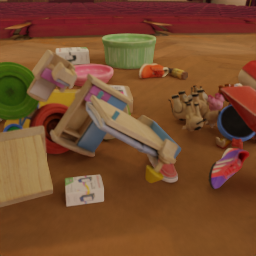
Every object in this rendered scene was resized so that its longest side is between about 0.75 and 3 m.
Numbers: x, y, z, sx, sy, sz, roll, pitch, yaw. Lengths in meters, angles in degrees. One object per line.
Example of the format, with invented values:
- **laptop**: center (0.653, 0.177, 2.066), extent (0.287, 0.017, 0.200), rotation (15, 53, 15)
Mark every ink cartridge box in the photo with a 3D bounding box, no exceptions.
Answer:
- **ink cartridge box**: center (-0.900, 1.273, 5.767), extent (0.760, 0.333, 0.552), rotation (-3, 26, -12)
- **ink cartridge box**: center (-3.179, -4.112, 16.014), extent (1.784, 0.741, 1.308), rotation (-5, 27, -10)
- **ink cartridge box**: center (-0.599, -1.047, 9.906), extent (1.403, 0.527, 1.156), rotation (0, 34, -13)

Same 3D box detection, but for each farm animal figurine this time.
- **farm animal figurine**: center (2.116, -0.492, 8.323), extent (2.179, 1.136, 2.155), rotation (-23, 19, -31)

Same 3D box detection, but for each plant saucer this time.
- **plant saucer**: center (-2.559, -0.736, 9.471), extent (2.470, 0.598, 2.470), rotation (1, 26, 3)
- **plant saucer**: center (2.874, 0.178, 5.067), extent (2.187, 0.402, 2.191), rotation (30, 16, -49)
- **plant saucer**: center (-1.756, -2.397, 12.826), extent (2.185, 0.554, 2.185), rotation (0, 28, 0)

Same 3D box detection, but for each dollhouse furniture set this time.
- **dollhouse furniture set**: center (3.169, 0.270, 7.694), extent (1.396, 0.568, 0.751), rotation (-33, 39, -22)
- **dollhouse furniture set**: center (-0.764, 0.112, 5.637), extent (2.516, 1.739, 2.665), rotation (27, 14, -35)
- **dollhouse furniture set**: center (-2.340, 1.914, 4.323), extent (2.620, 2.244, 2.755), rotation (-11, 63, -20)

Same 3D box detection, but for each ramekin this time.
- **ramekin**: center (0.056, -4.286, 15.577), extent (2.952, 1.442, 2.952), rotation (0, 27, 0)

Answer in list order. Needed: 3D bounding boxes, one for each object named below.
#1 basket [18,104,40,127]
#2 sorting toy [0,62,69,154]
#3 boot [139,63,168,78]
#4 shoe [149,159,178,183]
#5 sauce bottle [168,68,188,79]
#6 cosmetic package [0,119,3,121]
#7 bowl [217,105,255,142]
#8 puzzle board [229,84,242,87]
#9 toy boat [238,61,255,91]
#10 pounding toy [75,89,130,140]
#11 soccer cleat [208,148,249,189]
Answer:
- **basket**: center (-2.754, -0.509, 7.578), extent (0.611, 0.775, 0.878), rotation (22, 45, -7)
- **sorting toy**: center (-2.589, -0.311, 7.242), extent (1.656, 2.757, 1.132), rotation (-53, 19, -18)
- **boot**: center (1.228, -2.697, 13.399), extent (0.909, 0.636, 1.695), rotation (26, 35, 32)
- **shoe**: center (0.807, 0.719, 6.605), extent (0.445, 0.566, 1.245), rotation (-7, 28, -14)
- **sauce bottle**: center (2.337, -2.656, 13.549), extent (0.403, 0.403, 1.222), rotation (-18, 29, -31)
- **cosmetic package**: center (-4.520, -1.064, 9.678), extent (1.239, 1.046, 2.319), rotation (1, 30, 7)
- **bowl**: center (2.970, -0.163, 7.573), extent (1.063, 0.209, 1.063), rotation (-2, 71, 6)
- **puzzle board**: center (5.477, -1.531, 11.508), extent (2.258, 0.196, 1.702), rotation (0, 27, -1)
- **toy boat**: center (4.952, -1.354, 8.584), extent (1.794, 1.797, 2.749), rotation (4, 41, -51)
- **pounding toy**: center (-0.663, -0.435, 8.174), extent (1.804, 1.393, 0.837), rotation (9, 10, 23)
- **soccer cleat**: center (2.173, 0.850, 6.052), extent (0.463, 0.432, 1.265), rotation (-6, 25, 49)
